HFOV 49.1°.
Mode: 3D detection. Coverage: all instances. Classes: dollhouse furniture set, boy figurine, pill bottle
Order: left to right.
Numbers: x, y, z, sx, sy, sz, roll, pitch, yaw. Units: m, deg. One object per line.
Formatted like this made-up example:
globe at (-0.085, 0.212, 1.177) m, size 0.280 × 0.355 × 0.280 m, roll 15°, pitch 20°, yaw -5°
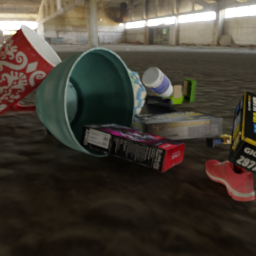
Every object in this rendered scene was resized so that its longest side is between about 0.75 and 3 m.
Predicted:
pill bottle at (1.126, -1.622, 10.308) m, size 0.735 × 0.735 × 1.228 m, roll 17°, pitch -9°, yaw 40°
dollhouse furniture set at (2.019, -1.818, 12.962) m, size 1.275 × 0.976 × 1.946 m, roll -8°, pitch 21°, yaw -23°
boy figurine at (2.638, 0.354, 7.648) m, size 1.011 × 0.326 × 0.629 m, roll -3°, pitch 1°, yaw -17°

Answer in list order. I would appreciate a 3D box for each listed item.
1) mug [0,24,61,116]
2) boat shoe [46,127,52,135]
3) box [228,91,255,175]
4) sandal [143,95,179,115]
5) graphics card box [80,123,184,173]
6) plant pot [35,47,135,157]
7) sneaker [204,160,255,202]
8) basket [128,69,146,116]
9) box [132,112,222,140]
mug at (-3.949, -1.686, 9.959) m, size 2.995 × 2.658 × 1.998 m, roll -37°, pitch -13°, yaw 10°
boat shoe at (-2.076, -0.233, 8.858) m, size 0.474 × 0.589 × 1.271 m, roll 1°, pitch 17°, yaw 31°
box at (3.126, 0.269, 5.546) m, size 2.008 × 0.620 × 2.514 m, roll 24°, pitch 33°, yaw 12°
sandal at (1.157, -0.887, 10.587) m, size 1.093 × 0.616 × 2.875 m, roll -1°, pitch 21°, yaw -16°
graphics card box at (0.117, 0.388, 6.577) m, size 2.130 × 0.542 × 1.336 m, roll 14°, pitch 10°, yaw 26°
plant pot at (-1.275, -0.664, 7.364) m, size 1.773 × 2.647 × 2.647 m, roll 4°, pitch 18°, yaw 34°
sneaker at (2.064, 0.874, 5.669) m, size 0.528 × 0.621 × 1.431 m, roll -5°, pitch 19°, yaw -15°
basket at (-0.959, -1.347, 9.783) m, size 2.836 × 1.973 × 2.501 m, roll 3°, pitch 31°, yaw -11°
box at (1.346, -0.086, 8.220) m, size 2.168 × 0.524 × 1.717 m, roll -4°, pitch 10°, yaw -10°
